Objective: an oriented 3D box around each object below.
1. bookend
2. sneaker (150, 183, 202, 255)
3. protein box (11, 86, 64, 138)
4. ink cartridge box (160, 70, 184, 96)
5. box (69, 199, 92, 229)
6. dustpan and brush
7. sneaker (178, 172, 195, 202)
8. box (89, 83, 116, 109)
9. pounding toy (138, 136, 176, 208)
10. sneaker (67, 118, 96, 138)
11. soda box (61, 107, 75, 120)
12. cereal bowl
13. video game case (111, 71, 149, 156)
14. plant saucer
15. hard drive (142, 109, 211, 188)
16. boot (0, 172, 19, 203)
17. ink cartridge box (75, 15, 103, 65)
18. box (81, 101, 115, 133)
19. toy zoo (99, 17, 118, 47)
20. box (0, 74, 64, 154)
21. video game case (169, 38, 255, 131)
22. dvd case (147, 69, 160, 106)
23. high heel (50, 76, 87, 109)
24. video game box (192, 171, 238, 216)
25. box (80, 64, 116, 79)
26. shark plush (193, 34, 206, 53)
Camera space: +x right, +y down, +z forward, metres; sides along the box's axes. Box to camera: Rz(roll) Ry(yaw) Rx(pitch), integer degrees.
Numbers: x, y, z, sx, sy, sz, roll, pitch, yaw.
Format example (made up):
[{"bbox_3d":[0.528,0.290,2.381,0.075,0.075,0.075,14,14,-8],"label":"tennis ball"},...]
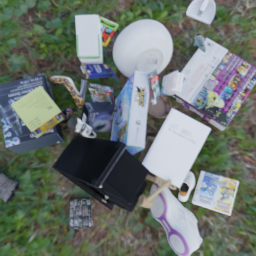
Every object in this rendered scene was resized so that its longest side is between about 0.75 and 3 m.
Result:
[{"bbox_3d":[-0.389,1.628,8.405,2.829,2.811,1.303,45,68,-29],"label":"bookend"},{"bbox_3d":[1.608,3.032,9.680,1.281,0.963,2.571,-4,59,-43],"label":"sneaker"},{"bbox_3d":[-2.978,-0.518,9.319,1.147,0.780,1.156,-38,80,-14],"label":"protein box"},{"bbox_3d":[1.477,-1.447,9.158,0.362,1.068,0.615,13,85,-17],"label":"ink cartridge box"},{"bbox_3d":[-1.685,3.052,9.957,0.797,0.217,0.995,-5,74,-1],"label":"box"},{"bbox_3d":[3.423,-5.547,12.336,1.177,0.482,1.686,25,75,7],"label":"dustpan and brush"},{"bbox_3d":[1.825,1.698,8.618,0.407,0.474,1.119,10,42,17],"label":"sneaker"},{"bbox_3d":[-0.905,-1.089,10.030,0.810,1.187,0.224,14,65,11],"label":"box"},{"bbox_3d":[1.117,1.575,9.073,1.013,1.945,2.214,25,83,-29],"label":"pounding toy"},{"bbox_3d":[-1.232,0.011,7.690,0.425,0.961,0.356,17,78,39],"label":"sneaker"},{"bbox_3d":[-2.331,-0.554,10.586,0.275,0.867,0.307,31,106,1],"label":"soda box"},{"bbox_3d":[0.633,-2.671,10.247,2.281,2.281,0.950,-19,47,-6],"label":"cereal bowl"},{"bbox_3d":[-0.018,-0.262,9.612,0.612,2.694,2.442,9,73,-13],"label":"video game case"},{"bbox_3d":[0.944,-0.961,10.581,1.515,0.261,1.515,18,51,-24],"label":"plant saucer"},{"bbox_3d":[1.422,0.598,8.414,1.313,0.261,1.990,29,87,5],"label":"hard drive"},{"bbox_3d":[-4.715,2.406,10.011,1.020,0.541,1.550,32,81,3],"label":"boot"},{"bbox_3d":[-1.358,-3.037,10.041,0.818,1.870,1.359,-3,93,-1],"label":"ink cartridge box"},{"bbox_3d":[-1.015,-0.345,9.287,0.934,0.942,0.580,-6,43,-28],"label":"box"},{"bbox_3d":[-1.129,-4.076,12.085,0.893,0.139,1.361,26,75,7],"label":"toy zoo"},{"bbox_3d":[-3.628,-0.493,10.403,1.804,1.301,2.430,-16,75,-7],"label":"box"},{"bbox_3d":[3.442,-1.795,11.209,2.669,0.527,2.944,34,77,9],"label":"video game case"},{"bbox_3d":[0.824,-1.288,8.852,0.111,0.735,1.007,-1,112,24],"label":"dvd case"},{"bbox_3d":[-2.159,-1.271,9.880,1.429,0.510,1.018,11,101,11],"label":"high heel"},{"bbox_3d":[2.892,2.147,9.327,1.253,0.293,1.141,12,74,27],"label":"video game box"},{"bbox_3d":[-1.063,-2.066,10.163,1.168,0.189,0.708,-7,45,-26],"label":"box"},{"bbox_3d":[2.640,-3.106,10.066,0.476,1.047,0.436,-18,72,8],"label":"shark plush"}]
